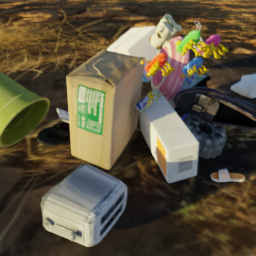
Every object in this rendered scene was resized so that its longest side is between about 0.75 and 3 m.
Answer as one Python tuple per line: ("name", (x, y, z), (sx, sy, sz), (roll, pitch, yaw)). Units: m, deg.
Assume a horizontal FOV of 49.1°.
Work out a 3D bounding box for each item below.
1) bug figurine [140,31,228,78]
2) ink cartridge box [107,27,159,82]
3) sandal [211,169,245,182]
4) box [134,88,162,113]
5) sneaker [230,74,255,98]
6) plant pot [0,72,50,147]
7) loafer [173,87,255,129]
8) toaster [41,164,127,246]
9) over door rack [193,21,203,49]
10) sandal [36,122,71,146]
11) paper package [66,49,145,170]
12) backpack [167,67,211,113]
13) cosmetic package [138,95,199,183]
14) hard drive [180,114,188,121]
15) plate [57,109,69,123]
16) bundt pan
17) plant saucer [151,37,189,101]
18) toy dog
("bug figurine", (1.562, -1.909, 7.571), (2.332, 1.809, 0.600), (-7, 71, -42))
("ink cartridge box", (0.427, -3.300, 12.498), (1.630, 1.673, 2.603), (-42, 28, -9))
("sandal", (2.868, 1.333, 8.035), (0.978, 0.280, 0.375), (0, 32, -1))
("box", (0.608, -0.819, 8.427), (0.852, 0.299, 0.274), (-38, -8, 4))
("sneaker", (6.058, -2.263, 13.248), (2.903, 1.092, 1.284), (-22, 26, -30))
("plant pot", (-3.792, -0.757, 8.553), (1.873, 1.972, 1.972), (41, 41, 4))
("loafer", (2.833, -0.574, 8.811), (2.780, 0.999, 0.875), (11, 34, -8))
("toaster", (-0.916, 1.742, 6.578), (1.329, 1.169, 2.057), (20, 32, 22))
("over door rack", (2.926, -3.832, 11.699), (0.365, 1.095, 0.809), (3, 29, 6))
("sandal", (-2.053, 0.074, 9.414), (2.124, 0.508, 0.799), (-12, 47, -40))
("paper package", (-0.618, -0.645, 8.654), (1.451, 2.804, 2.673), (15, 36, 13))
("backpack", (2.117, -1.535, 11.014), (1.380, 1.628, 1.833), (40, 78, 14))
("cosmetic package", (1.132, 0.243, 8.499), (0.917, 1.306, 2.574), (-14, 38, -9))
("hard drive", (2.178, 0.123, 10.025), (1.325, 0.255, 2.008), (25, 40, 34))
("plate", (-2.177, -0.363, 10.453), (0.988, 0.160, 0.990), (21, 13, -26))
("bundt pan", (2.437, 0.153, 9.139), (1.698, 0.637, 1.698), (9, 46, -9))
("plant saucer", (1.366, -2.081, 9.808), (0.573, 2.262, 2.262), (11, 29, -15))
("toy dog", (1.032, -2.757, 8.378), (0.628, 0.900, 0.872), (42, 53, -1))
